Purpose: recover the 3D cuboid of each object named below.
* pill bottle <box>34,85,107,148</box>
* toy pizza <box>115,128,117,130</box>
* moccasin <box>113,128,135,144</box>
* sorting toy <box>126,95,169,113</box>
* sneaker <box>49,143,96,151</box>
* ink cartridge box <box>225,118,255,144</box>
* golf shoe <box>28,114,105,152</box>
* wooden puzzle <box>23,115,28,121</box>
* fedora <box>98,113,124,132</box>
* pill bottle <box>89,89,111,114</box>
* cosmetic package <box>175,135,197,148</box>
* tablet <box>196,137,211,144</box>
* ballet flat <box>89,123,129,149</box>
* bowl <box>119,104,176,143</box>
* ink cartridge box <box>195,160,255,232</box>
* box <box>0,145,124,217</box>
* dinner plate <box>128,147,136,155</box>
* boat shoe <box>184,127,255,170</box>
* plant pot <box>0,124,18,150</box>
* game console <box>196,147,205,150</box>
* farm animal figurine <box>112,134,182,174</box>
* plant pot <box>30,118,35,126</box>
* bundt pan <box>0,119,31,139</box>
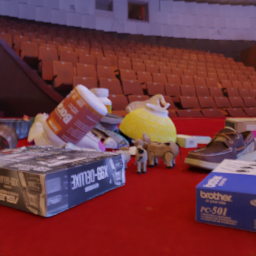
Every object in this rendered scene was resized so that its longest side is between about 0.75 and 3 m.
[{"bbox_3d":[-1.647,-0.127,7.890,1.131,2.016,1.131,44,7,-7],"label":"pill bottle"},{"bbox_3d":[-0.376,0.147,17.110,2.278,0.361,2.278,0,4,0],"label":"toy pizza"},{"bbox_3d":[-0.238,0.300,12.603,0.604,0.713,1.772,4,0,-34],"label":"moccasin"},{"bbox_3d":[1.252,-0.899,15.654,1.265,2.132,2.369,43,11,-32],"label":"sorting toy"},{"bbox_3d":[-1.462,0.654,7.496,1.362,0.603,0.513,-4,26,-13],"label":"sneaker"},{"bbox_3d":[5.798,0.159,11.847,2.937,1.103,2.419,1,5,10],"label":"ink cartridge box"},{"bbox_3d":[-2.106,0.504,9.386,2.690,1.231,1.013,20,-25,13],"label":"golf shoe"},{"bbox_3d":[-4.599,-0.077,15.057,2.161,0.152,1.282,26,11,-35],"label":"wooden puzzle"},{"bbox_3d":[-1.333,-0.130,13.789,2.278,1.163,2.576,15,6,8],"label":"fedora"},{"bbox_3d":[-1.645,-0.867,15.674,1.406,2.532,1.406,0,1,0],"label":"pill bottle"},{"bbox_3d":[2.271,0.545,11.522,0.571,0.403,1.102,-3,6,-24],"label":"cosmetic package"},{"bbox_3d":[3.333,0.560,12.919,1.142,0.120,1.755,2,5,6],"label":"tablet"},{"bbox_3d":[-0.914,0.359,10.300,1.968,0.708,0.708,34,2,-4],"label":"ballet flat"},{"bbox_3d":[0.934,-0.221,11.204,2.349,1.264,2.349,17,14,-4],"label":"bowl"},{"bbox_3d":[1.958,0.987,4.618,1.113,0.524,2.368,1,4,28],"label":"ink cartridge box"},{"bbox_3d":[-1.735,0.847,5.485,2.689,0.669,2.121,2,5,30],"label":"box"},{"bbox_3d":[0.431,0.732,9.435,1.297,0.157,1.297,-6,4,0],"label":"dinner plate"},{"bbox_3d":[2.617,0.494,7.637,2.941,1.058,1.061,-3,5,-37],"label":"boat shoe"},{"bbox_3d":[-4.115,0.473,8.978,1.009,1.009,0.998,-1,12,-15],"label":"plant pot"},{"bbox_3d":[3.278,0.742,9.911,2.027,0.244,1.195,-4,6,-41],"label":"game console"},{"bbox_3d":[0.356,0.606,7.356,1.751,0.881,1.414,-3,5,-33],"label":"farm animal figurine"},{"bbox_3d":[-3.444,0.093,12.422,1.676,1.129,1.676,0,2,0],"label":"plant pot"},{"bbox_3d":[-6.146,0.070,14.097,2.586,0.970,2.586,1,5,0],"label":"bundt pan"}]
